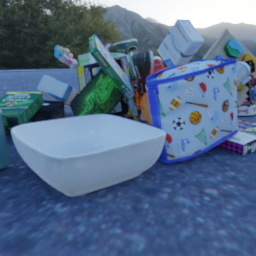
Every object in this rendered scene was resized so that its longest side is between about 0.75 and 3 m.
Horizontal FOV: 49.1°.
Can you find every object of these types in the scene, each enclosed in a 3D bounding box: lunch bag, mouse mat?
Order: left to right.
[{"bbox_3d":[-1.128,-0.946,9.577,0.078,2.069,1.665,22,30,-52],"label":"mouse mat"},{"bbox_3d":[1.635,-0.549,7.698,2.715,2.308,1.681,-25,23,-35],"label":"lunch bag"}]

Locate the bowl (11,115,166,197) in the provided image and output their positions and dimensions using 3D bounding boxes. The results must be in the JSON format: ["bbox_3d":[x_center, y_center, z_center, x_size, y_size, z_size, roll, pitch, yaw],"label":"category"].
[{"bbox_3d":[-0.947,0.534,6.627,2.975,1.110,2.970,-12,19,-36],"label":"bowl"}]

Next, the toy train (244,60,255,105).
[{"bbox_3d":[3.847,-1.432,8.731,0.249,1.457,0.334,10,-14,-37],"label":"toy train"}]

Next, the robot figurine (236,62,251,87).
[{"bbox_3d":[3.212,-1.576,8.294,0.958,0.541,0.813,-43,66,-11],"label":"robot figurine"}]

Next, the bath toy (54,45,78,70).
[{"bbox_3d":[-2.423,-2.781,11.093,0.470,0.553,1.272,49,6,24],"label":"bath toy"}]

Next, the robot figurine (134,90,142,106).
[{"bbox_3d":[-0.009,-1.301,13.566,1.595,1.147,0.930,-8,-20,12],"label":"robot figurine"}]

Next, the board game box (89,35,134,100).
[{"bbox_3d":[-0.489,-1.771,8.208,0.262,1.799,1.211,-32,35,14],"label":"board game box"}]

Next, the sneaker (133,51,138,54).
[{"bbox_3d":[0.415,-3.379,12.685,0.937,0.541,0.352,7,15,-26],"label":"sneaker"}]

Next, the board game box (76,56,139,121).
[{"bbox_3d":[-0.770,-1.274,10.319,1.959,2.370,0.672,-11,-15,9],"label":"board game box"}]

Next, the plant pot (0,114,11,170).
[{"bbox_3d":[-3.919,0.580,6.154,1.399,1.400,1.981,5,24,17],"label":"plant pot"}]

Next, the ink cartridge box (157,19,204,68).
[{"bbox_3d":[1.598,-2.534,8.678,0.549,0.951,1.311,-13,-24,-31],"label":"ink cartridge box"}]

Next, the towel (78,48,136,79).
[{"bbox_3d":[-0.843,-2.480,11.119,2.270,1.694,0.348,-12,-24,5],"label":"towel"}]

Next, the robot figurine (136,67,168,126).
[{"bbox_3d":[1.442,-0.987,9.466,2.544,1.830,1.484,-39,55,-21],"label":"robot figurine"}]

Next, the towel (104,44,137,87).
[{"bbox_3d":[-0.416,-2.461,11.352,2.107,1.518,0.240,30,-13,19],"label":"towel"}]

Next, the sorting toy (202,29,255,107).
[{"bbox_3d":[3.443,-1.989,9.105,1.856,2.006,0.366,-51,11,-18],"label":"sorting toy"}]

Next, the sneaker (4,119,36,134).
[{"bbox_3d":[-4.364,-0.137,9.992,2.264,0.829,0.927,12,8,12],"label":"sneaker"}]

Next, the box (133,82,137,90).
[{"bbox_3d":[-0.064,-2.127,12.520,1.691,0.534,2.145,23,7,33],"label":"box"}]

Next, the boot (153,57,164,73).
[{"bbox_3d":[0.669,-2.417,13.693,2.452,0.888,1.769,-23,42,13],"label":"boot"}]

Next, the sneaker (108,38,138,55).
[{"bbox_3d":[-0.143,-2.767,9.851,1.070,0.480,0.359,-18,-17,-1],"label":"sneaker"}]

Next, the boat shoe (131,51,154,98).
[{"bbox_3d":[0.506,-1.766,10.113,0.723,2.538,0.849,-2,58,1],"label":"boat shoe"}]

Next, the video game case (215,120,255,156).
[{"bbox_3d":[3.412,0.176,9.133,2.058,0.407,2.271,-14,20,-31],"label":"video game case"}]

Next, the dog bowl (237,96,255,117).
[{"bbox_3d":[5.081,-1.090,13.362,2.017,0.744,2.017,-1,15,0],"label":"dog bowl"}]

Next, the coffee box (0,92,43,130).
[{"bbox_3d":[-3.852,-0.639,9.398,1.369,0.490,2.227,1,26,4],"label":"coffee box"}]

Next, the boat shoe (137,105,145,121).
[{"bbox_3d":[0.916,-0.756,11.810,0.581,0.712,1.926,33,31,26],"label":"boat shoe"}]

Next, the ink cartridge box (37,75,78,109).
[{"bbox_3d":[-2.963,-1.522,12.569,1.335,0.783,1.823,22,-9,18],"label":"ink cartridge box"}]

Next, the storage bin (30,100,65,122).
[{"bbox_3d":[-3.339,-0.546,11.093,1.204,0.835,1.781,3,15,7],"label":"storage bin"}]
